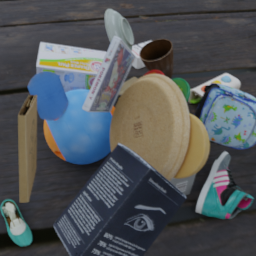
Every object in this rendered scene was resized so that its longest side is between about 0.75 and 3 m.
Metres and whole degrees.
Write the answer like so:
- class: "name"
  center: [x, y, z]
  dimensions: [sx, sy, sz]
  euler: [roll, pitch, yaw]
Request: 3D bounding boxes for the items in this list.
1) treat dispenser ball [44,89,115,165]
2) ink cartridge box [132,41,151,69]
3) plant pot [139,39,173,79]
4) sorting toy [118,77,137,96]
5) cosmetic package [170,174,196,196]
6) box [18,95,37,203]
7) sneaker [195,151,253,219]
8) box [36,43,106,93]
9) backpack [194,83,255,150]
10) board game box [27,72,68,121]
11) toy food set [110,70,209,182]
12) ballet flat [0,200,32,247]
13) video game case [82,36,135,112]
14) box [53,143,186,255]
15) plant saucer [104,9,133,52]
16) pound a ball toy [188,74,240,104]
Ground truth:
- class: "treat dispenser ball"
  center: [-1.533, -0.033, 9.385]
  dimensions: [2.505, 2.505, 2.505]
  euler: [0, 44, 0]
- class: "ink cartridge box"
  center: [0.853, -3.801, 14.512]
  dimensions: [1.644, 0.681, 1.205]
  euler: [-23, 49, -22]
- class: "plant pot"
  center: [1.080, -2.177, 9.503]
  dimensions: [1.118, 1.196, 1.118]
  euler: [-13, 49, 15]
- class: "sorting toy"
  center: [0.529, -1.463, 11.825]
  dimensions: [2.208, 0.397, 2.964]
  euler: [13, 32, 29]
- class: "cosmetic package"
  center: [1.210, 1.025, 9.162]
  dimensions: [1.050, 1.244, 2.329]
  euler: [-14, 44, -14]
- class: "box"
  center: [-2.362, 0.424, 6.652]
  dimensions: [0.222, 2.086, 1.705]
  euler: [3, 20, -13]
- class: "sneaker"
  center: [3.098, 1.799, 8.510]
  dimensions: [1.411, 0.977, 2.337]
  euler: [19, 55, 25]
- class: "box"
  center: [-1.928, -1.950, 9.830]
  dimensions: [2.364, 1.330, 1.198]
  euler: [5, 55, -14]
- class: "backpack"
  center: [2.857, -0.221, 7.814]
  dimensions: [1.790, 1.638, 1.316]
  euler: [17, 22, -1]
- class: "board game box"
  center: [-2.276, -0.893, 7.872]
  dimensions: [0.264, 1.354, 1.070]
  euler: [2, 27, 40]
- class: "toy food set"
  center: [0.498, 0.050, 6.715]
  dimensions: [0.698, 2.871, 2.842]
  euler: [6, 59, -36]
- class: "ballet flat"
  center: [-3.241, 2.654, 7.961]
  dimensions: [0.533, 0.558, 1.584]
  euler: [-26, 50, -29]
- class: "video game case"
  center: [-0.418, -1.249, 7.284]
  dimensions: [0.230, 1.822, 2.000]
  euler: [26, 8, 9]
- class: "box"
  center: [-0.097, 1.419, 4.785]
  dimensions: [1.812, 1.341, 0.945]
  euler: [-51, 41, -6]
- class: "plant saucer"
  center: [-0.215, -3.523, 10.477]
  dimensions: [0.488, 1.945, 1.945]
  euler: [-13, 40, 22]
- class: "pound a ball toy"
  center: [3.374, -1.668, 12.066]
  dimensions: [2.459, 1.045, 1.604]
  euler: [-26, 50, -24]
